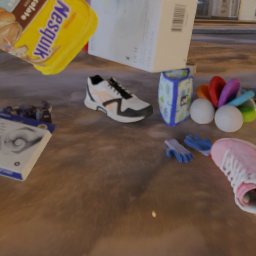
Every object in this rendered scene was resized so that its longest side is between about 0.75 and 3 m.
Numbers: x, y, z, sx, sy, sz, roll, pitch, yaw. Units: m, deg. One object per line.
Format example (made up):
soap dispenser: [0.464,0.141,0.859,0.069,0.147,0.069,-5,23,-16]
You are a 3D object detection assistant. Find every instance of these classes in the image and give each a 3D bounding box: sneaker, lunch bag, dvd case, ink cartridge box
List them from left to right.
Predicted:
ink cartridge box: [-2.899,0.221,6.644,1.858,0.378,1.862,13,44,4]
sneaker: [-0.428,-1.006,9.275,2.859,1.143,1.054,21,31,34]
lunch bag: [1.489,-1.046,8.934,1.105,1.475,1.735,5,26,11]
dvd case: [4.300,-1.258,10.852,2.193,0.192,1.564,6,27,12]
sneaker: [2.310,0.910,5.597,1.147,0.826,2.195,-11,31,-32]

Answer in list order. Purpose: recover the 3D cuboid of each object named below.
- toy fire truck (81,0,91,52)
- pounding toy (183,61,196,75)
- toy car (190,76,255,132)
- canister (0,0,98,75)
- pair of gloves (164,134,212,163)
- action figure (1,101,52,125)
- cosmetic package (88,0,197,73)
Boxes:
toy fire truck: [-1.295,-3.812,10.143,1.803,2.557,0.623,23,62,24]
pounding toy: [2.941,-3.045,14.191,0.964,0.502,1.097,8,27,16]
toy car: [2.953,-0.843,8.548,1.923,1.442,1.683,22,33,38]
canister: [-1.586,-1.792,4.359,0.856,1.470,1.979,53,16,24]
pair of gloves: [1.586,0.503,7.242,1.400,0.160,1.126,-7,26,-16]
action figure: [-2.952,-0.394,8.433,1.473,0.786,2.264,-21,28,-24]
cosmetic package: [0.267,-2.651,6.547,2.188,2.182,1.345,26,30,38]
